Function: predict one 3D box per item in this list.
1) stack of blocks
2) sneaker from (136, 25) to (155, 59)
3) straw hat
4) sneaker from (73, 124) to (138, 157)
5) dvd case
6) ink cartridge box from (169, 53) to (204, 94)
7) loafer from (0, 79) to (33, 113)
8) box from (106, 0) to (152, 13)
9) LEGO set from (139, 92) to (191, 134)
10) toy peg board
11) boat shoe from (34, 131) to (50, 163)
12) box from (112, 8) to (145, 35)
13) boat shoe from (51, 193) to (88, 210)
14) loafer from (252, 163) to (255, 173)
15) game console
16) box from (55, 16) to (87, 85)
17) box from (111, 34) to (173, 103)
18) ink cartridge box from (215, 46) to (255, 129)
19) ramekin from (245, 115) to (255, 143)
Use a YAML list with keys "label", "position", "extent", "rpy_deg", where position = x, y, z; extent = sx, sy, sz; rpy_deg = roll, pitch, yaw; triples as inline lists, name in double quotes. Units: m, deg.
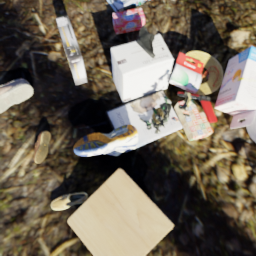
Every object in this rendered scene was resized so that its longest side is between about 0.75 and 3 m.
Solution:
- label: "stack of blocks"
  position: [2.604, -0.340, 11.224]
  extent: [0.903, 0.460, 1.569]
  rpy_deg: [-14, 69, -19]
- label: "sneaker"
  position: [0.741, -3.135, 10.190]
  extent: [0.666, 0.383, 1.277]
  rpy_deg: [-45, 59, 14]
- label: "straw hat"
  position: [2.920, -2.191, 11.940]
  extent: [2.026, 0.857, 2.026]
  rpy_deg: [2, 81, -11]
- label: "sneaker"
  position: [-0.750, 0.724, 10.322]
  extent: [2.411, 1.063, 0.908]
  rpy_deg: [-14, 45, -5]
- label: "dvd case"
  position: [0.639, -0.328, 11.442]
  extent: [2.664, 0.234, 1.900]
  rpy_deg: [-23, 71, -10]
- label: "ink cartridge box"
  position: [2.412, -2.244, 11.235]
  extent: [1.164, 0.362, 1.446]
  rpy_deg: [23, 78, -6]
- label: "loafer"
  position: [-5.366, -1.234, 11.610]
  extent: [2.743, 0.986, 0.862]
  rpy_deg: [-26, 52, -18]
- label: "box"
  position: [0.055, -6.750, 14.225]
  extent: [2.199, 0.414, 1.502]
  rpy_deg: [-29, 69, -12]
- label: "LEGO set"
  position: [1.470, -0.475, 10.382]
  extent: [0.718, 2.535, 1.646]
  rpy_deg: [19, 86, -34]
- label: "toy peg board"
  position: [-0.198, 3.213, 9.573]
  extent: [2.527, 1.241, 2.538]
  rpy_deg: [-45, 72, -1]
- label: "boat shoe"
  position: [-3.414, 0.753, 10.943]
  extent: [0.433, 0.461, 1.281]
  rpy_deg: [-1, 70, 36]
- label: "box"
  position: [0.021, -5.060, 13.312]
  extent: [1.448, 0.722, 0.691]
  rpy_deg: [-13, 67, -6]
- label: "boat shoe"
  position: [-2.137, 2.574, 10.046]
  extent: [1.348, 0.513, 0.483]
  rpy_deg: [-18, 67, -8]
- label: "loafer"
  position: [5.392, 1.186, 10.648]
  extent: [1.497, 0.534, 0.546]
  rpy_deg: [-39, 72, -15]
- label: "game console"
  position: [2.756, -0.808, 11.104]
  extent: [1.432, 1.661, 0.986]
  rpy_deg: [12, 98, 25]
- label: "box"
  position: [-2.405, -3.266, 11.929]
  extent: [0.552, 1.807, 2.282]
  rpy_deg: [-17, 68, -9]
- label: "box"
  position: [0.507, -2.339, 11.339]
  extent: [2.093, 2.104, 1.375]
  rpy_deg: [-19, 67, -9]
- label: "ink cartridge box"
  position: [4.342, -1.477, 10.862]
  extent: [0.954, 1.619, 2.812]
  rpy_deg: [20, 81, -7]
- label: "ramekin"
  position: [5.541, -0.452, 10.506]
  extent: [1.078, 2.314, 2.314]
  rpy_deg: [4, 66, -11]
